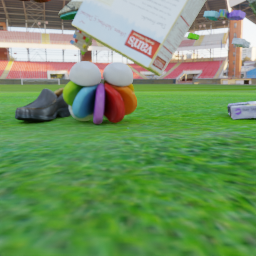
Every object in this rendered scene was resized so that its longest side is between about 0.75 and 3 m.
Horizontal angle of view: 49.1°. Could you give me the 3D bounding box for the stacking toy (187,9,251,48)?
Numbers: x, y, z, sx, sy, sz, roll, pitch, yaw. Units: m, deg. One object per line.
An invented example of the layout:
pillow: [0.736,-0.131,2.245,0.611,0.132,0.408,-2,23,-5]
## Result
stacking toy: [3.353,-3.932,9.801,0.596,1.913,2.537,2,16,-46]

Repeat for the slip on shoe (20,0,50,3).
slip on shoe: [-1.839,-3.272,6.231,1.077,0.889,2.906,-18,29,-39]

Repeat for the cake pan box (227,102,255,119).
cake pan box: [4.619,-0.681,10.221,1.873,0.490,1.725,-5,6,17]

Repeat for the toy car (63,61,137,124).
toy car: [-0.817,-0.857,8.644,2.282,1.997,1.711,-2,45,-17]

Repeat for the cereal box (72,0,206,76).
cereal box: [0.428,-2.545,4.678,2.017,2.803,0.554,38,13,30]

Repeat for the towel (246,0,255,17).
towel: [3.813,-3.327,6.450,1.984,1.026,2.396,1,9,32]

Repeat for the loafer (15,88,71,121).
loafer: [-2.900,-0.827,9.669,1.068,1.061,2.935,3,10,10]

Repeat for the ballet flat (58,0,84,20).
ballet flat: [-1.305,-4.597,10.498,2.631,0.991,0.892,2,7,8]

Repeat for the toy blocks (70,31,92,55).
toy blocks: [-1.963,-3.819,11.872,0.796,1.165,0.582,34,22,7]
